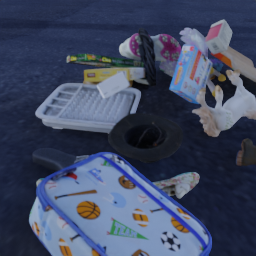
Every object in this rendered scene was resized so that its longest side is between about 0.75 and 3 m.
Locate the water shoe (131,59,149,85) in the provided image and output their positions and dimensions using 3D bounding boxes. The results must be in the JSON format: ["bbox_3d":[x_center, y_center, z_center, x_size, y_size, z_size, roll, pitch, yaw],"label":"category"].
[{"bbox_3d":[0.424,-2.225,10.958,0.611,0.675,1.710,4,26,-35],"label":"water shoe"}]

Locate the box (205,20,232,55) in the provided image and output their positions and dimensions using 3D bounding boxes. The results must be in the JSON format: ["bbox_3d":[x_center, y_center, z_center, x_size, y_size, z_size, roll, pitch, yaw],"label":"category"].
[{"bbox_3d":[2.855,-2.854,8.813,0.480,0.563,0.880,-12,44,48],"label":"box"}]

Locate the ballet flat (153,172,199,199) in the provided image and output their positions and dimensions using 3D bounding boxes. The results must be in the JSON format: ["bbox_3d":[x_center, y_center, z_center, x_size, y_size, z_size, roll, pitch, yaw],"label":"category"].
[{"bbox_3d":[0.867,1.297,5.781,1.336,0.505,0.427,-17,38,5],"label":"ballet flat"}]

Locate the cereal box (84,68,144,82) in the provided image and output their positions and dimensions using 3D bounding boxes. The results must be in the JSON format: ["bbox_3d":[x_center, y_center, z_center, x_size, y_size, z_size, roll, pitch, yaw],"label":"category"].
[{"bbox_3d":[-0.382,-1.822,9.533,1.507,0.414,2.094,1,12,17],"label":"cereal box"}]

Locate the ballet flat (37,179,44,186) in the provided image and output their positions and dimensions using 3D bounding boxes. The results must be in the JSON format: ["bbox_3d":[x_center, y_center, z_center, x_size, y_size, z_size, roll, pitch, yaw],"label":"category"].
[{"bbox_3d":[-1.488,1.304,5.324,0.367,1.087,0.339,5,59,6],"label":"ballet flat"}]

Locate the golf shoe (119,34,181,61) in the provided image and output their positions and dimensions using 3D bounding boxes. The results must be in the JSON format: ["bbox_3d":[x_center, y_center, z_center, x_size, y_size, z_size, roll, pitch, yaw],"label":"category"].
[{"bbox_3d":[0.923,-3.228,11.405,2.830,1.066,1.295,-2,4,-36],"label":"golf shoe"}]

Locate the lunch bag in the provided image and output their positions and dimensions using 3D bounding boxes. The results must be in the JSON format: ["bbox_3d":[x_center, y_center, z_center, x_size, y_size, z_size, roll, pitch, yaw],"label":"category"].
[{"bbox_3d":[-0.114,1.478,4.461,2.646,1.000,2.121,38,33,24],"label":"lunch bag"}]

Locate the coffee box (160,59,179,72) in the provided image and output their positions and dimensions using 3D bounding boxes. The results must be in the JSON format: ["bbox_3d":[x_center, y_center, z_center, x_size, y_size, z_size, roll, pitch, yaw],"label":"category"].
[{"bbox_3d":[2.437,-2.691,12.036,1.861,0.409,1.144,-17,37,-25],"label":"coffee box"}]

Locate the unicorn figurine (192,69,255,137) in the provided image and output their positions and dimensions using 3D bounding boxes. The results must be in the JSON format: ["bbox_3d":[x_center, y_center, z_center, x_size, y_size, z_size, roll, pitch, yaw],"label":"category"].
[{"bbox_3d":[3.137,-0.680,7.922,2.683,1.843,0.991,-31,16,2],"label":"unicorn figurine"}]

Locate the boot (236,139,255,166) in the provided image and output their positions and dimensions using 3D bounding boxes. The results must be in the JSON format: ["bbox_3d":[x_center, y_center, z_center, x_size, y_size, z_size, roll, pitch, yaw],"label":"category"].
[{"bbox_3d":[3.039,0.608,6.815,0.566,0.436,1.168,4,27,33],"label":"boot"}]

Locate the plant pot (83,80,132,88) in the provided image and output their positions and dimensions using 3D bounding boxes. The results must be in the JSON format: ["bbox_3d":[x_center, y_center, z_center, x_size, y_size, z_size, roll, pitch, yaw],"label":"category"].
[{"bbox_3d":[-0.799,-1.864,10.913,1.933,0.266,1.933,0,34,0],"label":"plant pot"}]

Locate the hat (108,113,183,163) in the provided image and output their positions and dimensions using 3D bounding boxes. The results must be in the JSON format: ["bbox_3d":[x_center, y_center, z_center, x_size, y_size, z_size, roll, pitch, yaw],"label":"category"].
[{"bbox_3d":[0.426,0.374,6.855,1.759,0.710,1.759,-3,42,3],"label":"hat"}]

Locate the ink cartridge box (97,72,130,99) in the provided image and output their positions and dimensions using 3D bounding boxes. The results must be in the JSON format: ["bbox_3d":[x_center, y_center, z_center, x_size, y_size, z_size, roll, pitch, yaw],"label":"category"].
[{"bbox_3d":[-0.322,-0.863,5.715,0.559,0.327,0.774,-29,11,-4],"label":"ink cartridge box"}]

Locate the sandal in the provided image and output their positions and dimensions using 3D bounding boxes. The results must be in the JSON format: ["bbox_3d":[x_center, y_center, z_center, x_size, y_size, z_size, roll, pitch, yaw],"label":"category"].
[{"bbox_3d":[-1.396,0.948,6.482,2.045,0.438,0.778,18,23,37],"label":"sandal"}]

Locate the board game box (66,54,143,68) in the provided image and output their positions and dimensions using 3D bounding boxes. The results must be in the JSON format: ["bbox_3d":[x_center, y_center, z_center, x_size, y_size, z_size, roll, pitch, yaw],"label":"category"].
[{"bbox_3d":[-0.803,-2.395,10.197,2.512,0.295,1.316,-4,7,-40],"label":"board game box"}]

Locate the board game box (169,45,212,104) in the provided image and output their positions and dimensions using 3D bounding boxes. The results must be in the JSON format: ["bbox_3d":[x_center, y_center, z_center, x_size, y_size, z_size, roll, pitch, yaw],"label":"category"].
[{"bbox_3d":[1.980,-1.621,8.698,0.397,1.420,1.391,17,-1,40],"label":"board game box"}]

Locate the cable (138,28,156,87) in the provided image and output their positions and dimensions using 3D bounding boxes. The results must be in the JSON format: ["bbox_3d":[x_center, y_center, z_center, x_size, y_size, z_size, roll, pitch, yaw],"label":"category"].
[{"bbox_3d":[0.732,-2.374,9.511,0.493,1.942,1.585,-11,2,-2],"label":"cable"}]

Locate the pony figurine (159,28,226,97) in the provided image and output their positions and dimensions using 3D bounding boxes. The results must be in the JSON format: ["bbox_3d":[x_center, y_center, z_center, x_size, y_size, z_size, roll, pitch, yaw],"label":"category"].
[{"bbox_3d":[2.586,-2.317,10.527,2.286,1.972,2.368,30,27,-12],"label":"pony figurine"}]

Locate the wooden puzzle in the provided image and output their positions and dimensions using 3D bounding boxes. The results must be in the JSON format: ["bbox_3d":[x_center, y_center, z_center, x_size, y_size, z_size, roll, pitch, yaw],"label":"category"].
[{"bbox_3d":[4.349,-2.350,10.690,2.687,0.541,2.904,22,29,-20],"label":"wooden puzzle"}]

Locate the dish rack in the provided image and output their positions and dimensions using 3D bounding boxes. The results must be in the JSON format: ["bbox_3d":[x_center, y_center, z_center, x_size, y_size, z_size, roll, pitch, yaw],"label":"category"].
[{"bbox_3d":[-1.097,-0.577,8.579,2.791,0.608,2.395,5,33,9],"label":"dish rack"}]
